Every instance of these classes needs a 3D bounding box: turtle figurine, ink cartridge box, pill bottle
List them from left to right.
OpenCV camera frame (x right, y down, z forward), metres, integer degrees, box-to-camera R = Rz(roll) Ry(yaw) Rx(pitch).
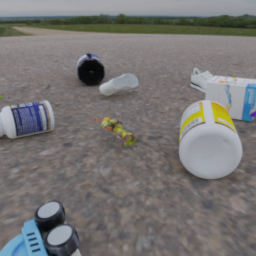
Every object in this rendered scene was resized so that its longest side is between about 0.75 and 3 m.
[{"bbox_3d":[-3.464,-0.242,9.109,1.877,1.043,1.043,-13,26,-29],"label":"pill bottle"},{"bbox_3d":[-2.187,-3.409,15.978,1.507,1.507,2.694,-4,23,-9],"label":"pill bottle"},{"bbox_3d":[-0.326,0.038,8.624,1.256,0.502,1.557,38,-1,19],"label":"turtle figurine"},{"bbox_3d":[2.162,0.138,7.695,1.458,1.458,2.669,5,23,11],"label":"pill bottle"},{"bbox_3d":[4.087,-1.199,10.970,1.842,1.333,1.356,12,26,28],"label":"ink cartridge box"}]

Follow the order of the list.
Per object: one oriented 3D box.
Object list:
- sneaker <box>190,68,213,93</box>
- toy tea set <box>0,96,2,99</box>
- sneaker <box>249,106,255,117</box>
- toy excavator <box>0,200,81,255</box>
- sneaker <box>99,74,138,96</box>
[{"bbox_3d":[4.031,-2.357,14.260,0.892,0.939,2.334,-11,27,-29],"label":"sneaker"},{"bbox_3d":[-4.470,-0.077,8.719,0.824,1.324,2.227,24,37,-3],"label":"toy tea set"},{"bbox_3d":[4.941,-0.642,9.294,1.691,0.841,0.588,-33,-5,29],"label":"sneaker"},{"bbox_3d":[-1.475,2.189,3.817,1.941,0.970,1.888,-24,29,-20],"label":"toy excavator"},{"bbox_3d":[-0.489,-2.064,13.474,1.156,0.737,2.000,-17,1,42],"label":"sneaker"}]
